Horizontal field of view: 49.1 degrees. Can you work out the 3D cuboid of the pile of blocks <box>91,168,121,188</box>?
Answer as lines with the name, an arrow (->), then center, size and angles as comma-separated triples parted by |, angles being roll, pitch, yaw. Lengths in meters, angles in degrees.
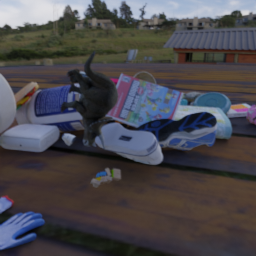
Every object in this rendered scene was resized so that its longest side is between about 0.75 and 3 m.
pile of blocks -> -0.519, 1.097, 6.181 | 0.775, 0.318, 0.241 | -9, -25, -37

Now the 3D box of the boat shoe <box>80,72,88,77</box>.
boat shoe -> -1.404, -1.336, 12.105 | 0.786, 2.543, 0.926 | -42, -1, -20

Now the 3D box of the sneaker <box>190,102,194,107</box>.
sneaker -> 3.249, -1.193, 13.857 | 0.329, 0.802, 0.312 | 34, -11, 31

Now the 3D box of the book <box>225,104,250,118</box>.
book -> 5.135, -0.787, 13.244 | 1.576, 0.379, 1.053 | -4, 19, -11

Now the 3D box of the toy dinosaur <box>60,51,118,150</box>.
toy dinosaur -> -0.822, -0.805, 6.960 | 1.455, 2.846, 1.095 | 20, 44, -6

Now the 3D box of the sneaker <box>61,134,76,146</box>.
sneaker -> -1.884, 0.327, 8.771 | 0.387, 0.331, 0.888 | 29, -20, -11

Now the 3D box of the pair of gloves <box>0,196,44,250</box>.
pair of gloves -> -2.477, 1.747, 5.048 | 1.835, 0.209, 1.476 | 11, 20, 34

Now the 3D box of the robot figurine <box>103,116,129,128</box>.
robot figurine -> -0.798, -0.738, 11.013 | 2.430, 1.761, 0.707 | 6, 33, 40

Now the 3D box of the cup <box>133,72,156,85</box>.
cup -> 0.517, -1.848, 12.920 | 1.311, 1.311, 0.938 | -10, 3, -31

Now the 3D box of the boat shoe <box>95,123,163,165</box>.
boat shoe -> -0.026, 0.516, 8.065 | 2.570, 0.897, 0.911 | 9, 50, 48

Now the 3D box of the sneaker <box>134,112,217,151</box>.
sneaker -> 1.381, 0.313, 8.613 | 2.682, 1.033, 1.016 | -7, 39, 18

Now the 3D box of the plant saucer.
plant saucer -> 3.885, -1.131, 13.042 | 1.712, 0.235, 1.712 | -10, 44, 9

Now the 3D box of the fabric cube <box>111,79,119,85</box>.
fabric cube -> -0.849, -2.136, 16.172 | 1.269, 1.249, 1.273 | 11, 19, 27

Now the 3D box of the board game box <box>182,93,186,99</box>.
board game box -> 1.761, -1.707, 14.216 | 1.211, 0.326, 2.018 | -16, 22, -35

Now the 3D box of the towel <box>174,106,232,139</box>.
towel -> 2.510, -0.300, 10.919 | 2.500, 0.703, 2.920 | 4, 16, 8

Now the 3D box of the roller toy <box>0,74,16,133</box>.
roller toy -> -4.696, -0.625, 7.873 | 2.416, 2.649, 1.851 | -30, 15, 32

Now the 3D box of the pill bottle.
pill bottle -> -2.506, -0.660, 10.225 | 2.961, 1.643, 1.643 | -6, 14, 18

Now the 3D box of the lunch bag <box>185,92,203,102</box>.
lunch bag -> 3.775, -1.740, 16.023 | 0.960, 0.564, 0.787 | -6, 17, -36

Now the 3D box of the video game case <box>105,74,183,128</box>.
video game case -> 0.530, -0.793, 9.768 | 2.320, 1.659, 0.202 | 20, -7, 12

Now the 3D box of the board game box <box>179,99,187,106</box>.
board game box -> 1.326, -1.226, 14.200 | 2.653, 0.622, 2.002 | -5, 18, -17

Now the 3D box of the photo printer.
photo printer -> -3.271, 0.294, 9.222 | 1.585, 0.550, 1.319 | 4, 20, 14

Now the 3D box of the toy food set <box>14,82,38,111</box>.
toy food set -> -3.700, -1.042, 9.693 | 1.460, 0.359, 1.475 | -43, 23, -11

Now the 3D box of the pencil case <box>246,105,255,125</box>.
pencil case -> 5.549, -0.347, 10.945 | 0.805, 0.841, 1.944 | 11, 14, -20
